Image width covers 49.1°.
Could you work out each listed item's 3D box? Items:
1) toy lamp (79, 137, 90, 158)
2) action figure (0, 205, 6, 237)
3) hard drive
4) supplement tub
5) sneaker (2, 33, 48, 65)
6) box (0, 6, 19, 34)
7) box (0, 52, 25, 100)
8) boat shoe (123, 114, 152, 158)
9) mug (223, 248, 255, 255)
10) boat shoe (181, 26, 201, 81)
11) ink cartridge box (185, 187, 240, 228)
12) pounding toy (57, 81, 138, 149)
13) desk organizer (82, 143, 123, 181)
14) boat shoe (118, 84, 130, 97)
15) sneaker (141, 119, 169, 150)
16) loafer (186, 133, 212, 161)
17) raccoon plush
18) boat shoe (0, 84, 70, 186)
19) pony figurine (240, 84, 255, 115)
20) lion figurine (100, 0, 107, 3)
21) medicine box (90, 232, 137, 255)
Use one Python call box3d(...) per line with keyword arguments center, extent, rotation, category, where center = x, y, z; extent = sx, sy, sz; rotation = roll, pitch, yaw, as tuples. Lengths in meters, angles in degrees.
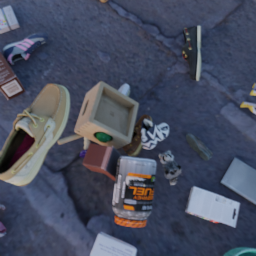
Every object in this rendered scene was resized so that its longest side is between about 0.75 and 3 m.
box3d(center=(-1.609, 0.099, 11.106), extent=(0.623, 0.623, 2.140), rotation=(-2, 70, -1), category="toy lamp")
box3d(center=(-4.950, 3.072, 9.562), extent=(1.159, 1.288, 1.730), rotation=(-29, 84, -5), category="action figure")
box3d(center=(4.444, 2.049, 10.452), extent=(1.682, 0.277, 1.174), rotation=(33, 71, 13), category="hard drive")
box3d(center=(0.171, 1.882, 8.416), extent=(1.195, 1.195, 1.950), rotation=(6, 84, 2), category="supplement tub")
box3d(center=(-4.487, -3.517, 12.578), extent=(2.124, 0.745, 0.871), rotation=(-26, 79, -3), category="sneaker")
box3d(center=(-6.168, -5.076, 13.380), extent=(1.590, 0.327, 1.240), rotation=(-23, 69, -8), category="box")
box3d(center=(-5.441, -2.509, 11.830), extent=(0.911, 1.218, 2.432), rotation=(-31, 71, -12), category="box")
box3d(center=(0.357, 0.187, 10.776), extent=(0.650, 0.693, 1.925), rotation=(43, 57, -27), category="boat shoe")
box3d(center=(3.543, 4.752, 8.730), extent=(2.206, 1.364, 1.813), rotation=(-11, 70, -3), category="mug")
box3d(center=(2.785, -3.258, 12.313), extent=(0.862, 1.007, 2.752), rotation=(-1, 68, 12), category="boat shoe")
box3d(center=(3.015, 2.852, 10.044), extent=(1.712, 0.431, 0.933), rotation=(19, 69, 6), category="ink cartridge box")
box3d(center=(-1.013, -0.181, 9.819), extent=(1.976, 1.526, 2.147), rotation=(28, 57, -25), category="pounding toy")
box3d(center=(-0.624, 1.305, 9.560), extent=(0.858, 2.228, 0.799), rotation=(9, 69, 23), category="desk organizer")
box3d(center=(-0.347, -0.816, 11.494), extent=(0.661, 0.767, 2.130), rotation=(30, 68, -20), category="boat shoe")
box3d(center=(0.928, -0.012, 9.965), extent=(0.591, 0.964, 1.481), rotation=(17, 41, 42), category="sneaker")
box3d(center=(2.784, 0.703, 10.981), extent=(0.400, 0.457, 1.272), rotation=(-32, 77, -31), category="loafer")
box3d(center=(1.404, 1.437, 10.089), extent=(0.621, 1.284, 0.860), rotation=(-12, 50, -18), category="raccoon plush")
box3d(center=(-2.459, 0.084, 7.274), extent=(1.082, 0.970, 2.923), rotation=(16, 79, 22), category="boat shoe")
box3d(center=(5.794, -1.071, 11.307), extent=(1.810, 1.508, 1.748), rotation=(30, 103, 8), category="pony figurine")
box3d(center=(-1.403, -6.520, 13.947), extent=(1.010, 0.366, 0.619), rotation=(32, 105, 6), category="lion figurine")
box3d(center=(-0.697, 4.541, 8.411), extent=(1.209, 2.140, 2.350), rotation=(20, 69, 8), category="medicine box")
